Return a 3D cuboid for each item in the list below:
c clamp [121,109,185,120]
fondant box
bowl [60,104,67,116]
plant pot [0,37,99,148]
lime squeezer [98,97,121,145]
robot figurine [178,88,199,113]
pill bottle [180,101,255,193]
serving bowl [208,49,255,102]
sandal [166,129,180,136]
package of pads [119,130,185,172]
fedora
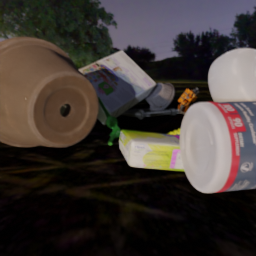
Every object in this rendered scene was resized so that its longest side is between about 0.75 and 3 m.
[{"bbox_3d":[1.064,-0.674,11.938,2.702,0.366,2.309,-6,13,-29],"label":"c clamp"},{"bbox_3d":[-0.531,-1.567,10.292,1.953,0.788,2.707,46,48,9],"label":"fondant box"},{"bbox_3d":[-2.190,-0.759,9.450,0.998,0.372,0.996,-26,-40,25],"label":"bowl"},{"bbox_3d":[-1.766,-0.591,5.959,2.552,2.552,2.225,-9,20,-39],"label":"plant pot"},{"bbox_3d":[-0.551,-0.088,8.060,0.675,0.361,1.912,22,35,-35],"label":"lime squeezer"},{"bbox_3d":[2.319,-1.074,11.045,0.447,1.113,1.535,38,4,15],"label":"robot figurine"},{"bbox_3d":[2.206,0.257,4.618,2.381,1.424,1.424,-3,12,-13],"label":"pill bottle"},{"bbox_3d":[3.608,-1.053,7.472,2.880,2.880,0.947,-6,-24,-27],"label":"serving bowl"},{"bbox_3d":[1.317,0.312,6.553,1.443,0.628,0.574,-19,-8,5],"label":"sandal"},{"bbox_3d":[0.645,0.451,5.652,1.539,0.525,1.189,6,10,-11],"label":"package of pads"},{"bbox_3d":[1.245,-1.396,12.103,0.704,1.378,1.558,27,-26,-30],"label":"fedora"}]
